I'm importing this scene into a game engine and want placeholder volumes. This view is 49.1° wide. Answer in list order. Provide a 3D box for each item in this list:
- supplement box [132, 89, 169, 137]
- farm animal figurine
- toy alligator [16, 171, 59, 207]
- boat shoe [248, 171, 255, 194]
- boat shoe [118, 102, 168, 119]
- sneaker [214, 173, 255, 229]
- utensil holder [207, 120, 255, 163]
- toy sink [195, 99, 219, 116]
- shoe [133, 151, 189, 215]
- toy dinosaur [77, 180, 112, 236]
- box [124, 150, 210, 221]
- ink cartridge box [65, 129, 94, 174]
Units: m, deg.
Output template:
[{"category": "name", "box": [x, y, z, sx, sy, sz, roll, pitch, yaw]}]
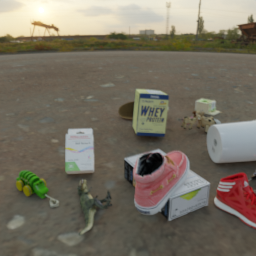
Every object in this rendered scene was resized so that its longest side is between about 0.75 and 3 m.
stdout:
[{"category": "supplement box", "box": [1.048, -0.794, 13.913, 1.365, 2.034, 2.032, 3, 13, -6]}, {"category": "farm animal figurine", "box": [3.744, -0.416, 14.434, 1.791, 0.944, 1.811, 27, 30, 25]}, {"category": "toy alligator", "box": [-3.107, 1.915, 9.426, 2.340, 0.635, 0.694, 17, 28, 37]}, {"category": "boat shoe", "box": [4.588, 1.760, 9.616, 2.153, 0.779, 0.778, -15, 26, -33]}, {"category": "boat shoe", "box": [0.901, -0.989, 16.435, 2.926, 1.056, 0.951, -8, -20, 11]}, {"category": "sneaker", "box": [3.576, 2.097, 8.171, 2.116, 1.222, 0.829, 16, 27, 34]}, {"category": "utensil holder", "box": [4.443, 0.575, 11.427, 1.975, 1.678, 1.678, -3, 22, -6]}, {"category": "toy sink", "box": [4.960, -1.333, 17.452, 1.303, 0.730, 0.849, 20, 29, 41]}, {"category": "shoe", "box": [1.037, 1.143, 8.139, 0.998, 1.270, 2.793, 11, 32, 30]}, {"category": "toy dinosaur", "box": [-1.024, 2.328, 8.557, 1.044, 0.562, 2.370, -18, 24, -5]}, {"category": "box", "box": [1.200, 1.780, 9.491, 1.619, 0.835, 2.776, -11, 25, -26]}, {"category": "ink cartridge box", "box": [-1.853, 0.804, 10.724, 1.051, 1.795, 0.604, -2, -19, -5]}]
